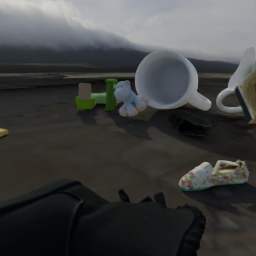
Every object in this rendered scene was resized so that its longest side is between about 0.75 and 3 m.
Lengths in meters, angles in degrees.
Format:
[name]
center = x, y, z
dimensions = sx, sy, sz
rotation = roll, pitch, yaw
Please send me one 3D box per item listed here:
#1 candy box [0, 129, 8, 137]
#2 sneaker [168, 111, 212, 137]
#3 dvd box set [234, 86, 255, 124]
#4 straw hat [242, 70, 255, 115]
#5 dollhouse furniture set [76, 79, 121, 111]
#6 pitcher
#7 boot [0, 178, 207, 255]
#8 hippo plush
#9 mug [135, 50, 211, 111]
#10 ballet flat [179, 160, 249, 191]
[candy box]
center = -3.558, 0.123, 6.909
dimensions = 1.000, 0.132, 0.511
rotation = 3, 16, 12
[sneaker]
center = 1.473, -0.112, 7.124
dimensions = 0.834, 0.480, 1.600
rotation = -6, 17, -42
[dvd box set]
center = 3.719, -0.654, 7.406
dimensions = 1.551, 0.228, 1.135
rotation = -2, 56, -10
[straw hat]
center = 3.218, -0.114, 5.237
dimensions = 2.573, 1.089, 2.573
rotation = 3, 45, -3
[dollhouse furniture set]
center = -1.062, -1.467, 11.151
dimensions = 1.438, 1.101, 2.194
rotation = 6, 15, 9
[pitcher]
center = 4.343, -1.066, 8.860
dimensions = 2.566, 2.202, 1.556
rotation = 21, 42, -13
[boot]
center = -0.327, 1.010, 2.156
dimensions = 1.572, 0.710, 1.918
rotation = 11, 16, 25
[hippo plush]
center = 0.073, -1.073, 9.103
dimensions = 0.974, 0.984, 1.223
rotation = -10, 40, 26
[mug]
center = 1.909, -1.537, 10.553
dimensions = 2.750, 2.031, 2.411
rotation = 37, 18, 16
[ballet flat]
center = 1.274, 0.667, 4.170
dimensions = 1.121, 0.358, 0.424
rotation = -5, 16, -17
